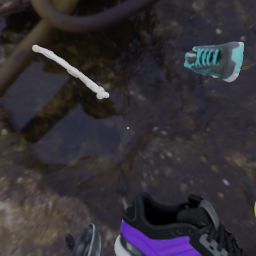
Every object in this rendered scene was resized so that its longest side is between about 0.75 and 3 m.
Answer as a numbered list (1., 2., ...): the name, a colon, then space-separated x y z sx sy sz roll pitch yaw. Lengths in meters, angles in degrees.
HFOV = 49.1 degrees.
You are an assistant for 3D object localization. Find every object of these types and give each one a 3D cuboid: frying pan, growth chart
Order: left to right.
1. growth chart: -0.989 -1.016 5.132 1.603 1.160 0.142 36 97 3
2. frying pan: -0.696 1.766 3.622 0.251 1.542 0.933 26 55 -10

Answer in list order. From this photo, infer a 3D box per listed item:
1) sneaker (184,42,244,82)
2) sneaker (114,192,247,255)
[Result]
1. sneaker: 1.682 -1.375 5.803 0.901 1.976 0.767 8 96 -3
2. sneaker: 1.089 1.704 3.926 2.683 0.933 1.334 17 106 20
